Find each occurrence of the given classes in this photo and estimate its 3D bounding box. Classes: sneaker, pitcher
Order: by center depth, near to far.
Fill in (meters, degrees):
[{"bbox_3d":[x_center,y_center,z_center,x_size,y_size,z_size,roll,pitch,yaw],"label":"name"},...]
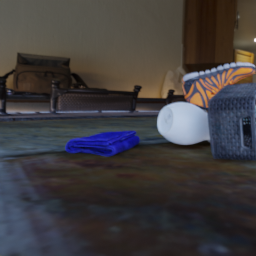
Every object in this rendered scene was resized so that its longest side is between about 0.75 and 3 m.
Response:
[{"bbox_3d":[3.363,-1.415,10.367,2.653,1.486,1.029,-11,-13,29],"label":"sneaker"},{"bbox_3d":[2.302,-0.302,10.609,2.510,1.522,2.154,8,38,-28],"label":"pitcher"}]

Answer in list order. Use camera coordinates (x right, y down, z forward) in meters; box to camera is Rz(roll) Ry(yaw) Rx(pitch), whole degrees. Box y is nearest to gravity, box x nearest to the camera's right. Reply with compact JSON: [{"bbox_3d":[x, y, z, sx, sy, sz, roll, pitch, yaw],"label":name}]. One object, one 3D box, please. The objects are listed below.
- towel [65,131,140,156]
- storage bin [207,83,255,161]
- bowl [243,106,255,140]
[{"bbox_3d":[-0.871,0.493,10.790,1.985,0.666,2.688,3,6,22],"label":"towel"},{"bbox_3d":[3.461,-0.278,8.638,1.262,1.820,2.692,0,18,33],"label":"storage bin"},{"bbox_3d":[4.858,-0.231,11.208,1.945,1.017,1.945,39,-5,4],"label":"bowl"}]
